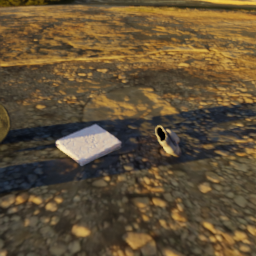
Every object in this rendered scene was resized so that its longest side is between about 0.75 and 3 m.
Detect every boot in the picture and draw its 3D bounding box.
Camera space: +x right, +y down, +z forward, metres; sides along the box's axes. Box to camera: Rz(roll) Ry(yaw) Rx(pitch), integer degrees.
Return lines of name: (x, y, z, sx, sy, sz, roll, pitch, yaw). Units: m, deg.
boot: (1.380, 0.319, 10.057, 0.576, 1.199, 1.641, -39, 37, 12)

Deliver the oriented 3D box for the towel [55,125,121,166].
towel: (-1.477, 0.593, 10.490, 1.870, 0.301, 1.786, -24, 39, -34)

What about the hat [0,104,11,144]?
hat: (-5.478, 0.056, 10.548, 2.345, 0.946, 2.345, 0, 74, -1)
